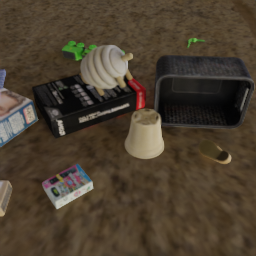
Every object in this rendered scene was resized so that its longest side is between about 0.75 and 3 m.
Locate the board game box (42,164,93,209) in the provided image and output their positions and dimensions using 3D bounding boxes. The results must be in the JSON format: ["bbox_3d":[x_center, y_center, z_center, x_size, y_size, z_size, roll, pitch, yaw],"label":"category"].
[{"bbox_3d":[-1.269,1.211,5.892,0.850,0.273,0.627,-26,48,-28],"label":"board game box"}]

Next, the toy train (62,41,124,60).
[{"bbox_3d":[-1.260,-2.658,10.254,2.534,0.529,0.715,16,53,18],"label":"toy train"}]

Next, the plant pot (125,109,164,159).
[{"bbox_3d":[0.407,0.073,6.732,0.986,0.902,0.986,0,40,0],"label":"plant pot"}]

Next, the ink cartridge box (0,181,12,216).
[{"bbox_3d":[-2.856,1.415,5.620,0.823,0.309,0.678,-2,39,-4],"label":"ink cartridge box"}]

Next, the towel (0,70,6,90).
[{"bbox_3d":[-4.574,-1.406,9.064,1.100,0.181,1.519,-10,40,-8],"label":"towel"}]

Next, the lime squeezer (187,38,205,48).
[{"bbox_3d":[2.714,-3.569,11.541,1.016,0.192,0.359,-26,47,-28],"label":"lime squeezer"}]

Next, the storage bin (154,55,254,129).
[{"bbox_3d":[1.870,-0.941,7.402,2.319,1.568,1.087,3,41,4],"label":"storage bin"}]

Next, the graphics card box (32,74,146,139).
[{"bbox_3d":[-1.103,-0.872,7.974,2.767,0.704,1.736,-21,46,-24],"label":"graphics card box"}]

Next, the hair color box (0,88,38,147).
[{"bbox_3d":[-3.598,-0.015,6.973,1.190,0.720,2.379,22,45,24],"label":"hair color box"}]

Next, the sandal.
[{"bbox_3d":[2.054,0.630,6.519,0.392,0.352,1.070,-47,24,0],"label":"sandal"}]

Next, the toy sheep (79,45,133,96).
[{"bbox_3d":[-0.536,-1.488,6.968,1.685,1.162,1.162,-17,30,34],"label":"toy sheep"}]
